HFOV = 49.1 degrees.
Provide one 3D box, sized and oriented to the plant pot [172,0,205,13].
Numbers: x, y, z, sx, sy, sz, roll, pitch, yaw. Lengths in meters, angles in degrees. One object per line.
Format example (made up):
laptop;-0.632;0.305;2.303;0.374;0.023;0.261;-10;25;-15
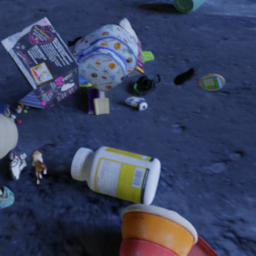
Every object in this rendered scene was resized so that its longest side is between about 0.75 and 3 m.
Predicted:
plant pot;4.693;-10.366;21.765;2.755;2.755;2.211;21;66;22

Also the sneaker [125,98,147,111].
sneaker;0.379;-1.064;12.818;0.950;0.383;0.696;-1;37;-9

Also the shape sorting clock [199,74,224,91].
shape sorting clock;2.926;-1.596;9.823;0.868;0.868;0.170;10;63;11

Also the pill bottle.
pill bottle;-0.405;1.461;9.102;2.667;1.494;1.494;12;43;14

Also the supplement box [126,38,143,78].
supplement box;0.086;-2.976;11.682;0.832;0.646;1.507;-10;77;26

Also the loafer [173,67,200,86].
loafer;1.841;-1.602;8.831;0.357;1.017;0.345;-12;81;-35

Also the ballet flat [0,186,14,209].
ballet flat;-4.704;2.370;8.659;2.144;0.796;0.796;-21;46;-22

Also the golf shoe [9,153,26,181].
golf shoe;-3.952;1.340;10.037;0.555;0.487;1.260;-6;42;-17

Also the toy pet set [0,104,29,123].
toy pet set;-5.160;-0.829;12.371;1.100;0.626;1.178;1;41;2

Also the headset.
headset;1.021;-2.162;14.064;1.049;0.798;1.699;32;66;35

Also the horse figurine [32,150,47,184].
horse figurine;-2.636;1.043;8.191;0.296;0.785;1.185;-4;40;-25

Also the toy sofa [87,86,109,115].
toy sofa;-1.444;-1.522;13.014;0.970;0.823;1.988;-4;41;-6

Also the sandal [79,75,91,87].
sandal;-1.925;-3.057;14.549;1.036;1.135;2.607;20;47;18

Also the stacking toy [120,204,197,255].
stacking toy;0.390;3.466;6.707;2.048;2.048;2.803;14;53;15

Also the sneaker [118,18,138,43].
sneaker;-0.032;-3.519;10.409;0.453;1.024;0.385;-37;36;2

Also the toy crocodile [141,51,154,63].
toy crocodile;0.077;-3.965;15.885;2.808;0.867;0.948;-7;41;-14

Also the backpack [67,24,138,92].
backpack;-0.779;-2.590;10.331;2.214;2.325;1.791;-30;46;27

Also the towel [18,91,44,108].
towel;-3.968;-1.646;13.426;1.586;0.261;2.191;11;37;13

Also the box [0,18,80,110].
box;-2.787;-2.029;9.556;1.623;2.829;1.869;-34;88;-13

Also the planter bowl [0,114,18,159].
planter bowl;-5.032;0.274;10.237;2.168;2.168;1.459;29;23;29

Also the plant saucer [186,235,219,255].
plant saucer;1.876;3.742;7.470;1.291;0.237;1.289;-26;47;-28
